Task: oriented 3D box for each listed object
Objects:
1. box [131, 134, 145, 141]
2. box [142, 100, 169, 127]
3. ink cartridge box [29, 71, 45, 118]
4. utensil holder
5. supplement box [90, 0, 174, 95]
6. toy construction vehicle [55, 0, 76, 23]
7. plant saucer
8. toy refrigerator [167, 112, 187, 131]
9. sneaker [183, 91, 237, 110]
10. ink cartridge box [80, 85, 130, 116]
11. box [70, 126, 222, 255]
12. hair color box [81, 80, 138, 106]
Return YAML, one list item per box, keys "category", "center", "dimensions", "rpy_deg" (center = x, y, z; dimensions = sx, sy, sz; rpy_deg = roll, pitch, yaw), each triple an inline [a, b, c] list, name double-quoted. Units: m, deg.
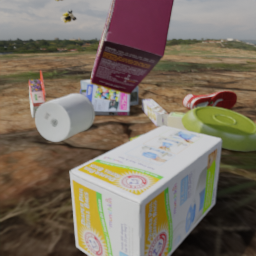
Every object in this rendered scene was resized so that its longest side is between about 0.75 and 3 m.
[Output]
- category: "box"
  center: [0.571, 0.474, 7.949]
  dimensions: [0.667, 0.275, 1.137]
  rpy_deg: [-14, 26, -34]
- category: "box"
  center: [1.006, -0.627, 10.850]
  dimensions: [0.449, 0.480, 2.319]
  rpy_deg: [-3, 20, -10]
- category: "ink cartridge box"
  center: [-2.041, -0.728, 6.245]
  dimensions: [0.276, 0.597, 1.096]
  rpy_deg: [-8, -21, -22]
- category: "utensil holder"
  center: [-1.192, -0.204, 5.394]
  dimensions: [0.797, 0.797, 0.938]
  rpy_deg: [6, 16, 17]
- category: "supplement box"
  center: [-0.033, -1.550, 5.193]
  dimensions: [0.941, 1.212, 2.197]
  rpy_deg: [14, -11, -11]
- category: "toy construction vehicle"
  center: [-1.930, -3.508, 8.024]
  dimensions: [0.403, 0.995, 1.143]
  rpy_deg: [-31, 33, -1]
- category: "plant saucer"
  center: [2.948, -0.111, 8.685]
  dimensions: [2.545, 0.395, 2.545]
  rpy_deg: [8, 27, -4]
- category: "toy refrigerator"
  center: [2.117, -0.197, 9.516]
  dimensions: [1.465, 0.512, 0.556]
  rpy_deg: [7, 20, 20]
- category: "sneaker"
  center: [3.422, -1.262, 12.084]
  dimensions: [2.308, 0.904, 1.333]
  rpy_deg: [-6, 21, -21]
- category: "ink cartridge box"
  center: [-0.980, -1.132, 11.273]
  dimensions: [2.096, 1.251, 0.440]
  rpy_deg: [0, -24, 5]
- category: "box"
  center: [0.413, 1.021, 4.589]
  dimensions: [1.254, 1.392, 2.475]
  rpy_deg: [15, 24, 36]
- category: "hair color box"
  center: [-0.948, -1.699, 13.316]
  dimensions: [1.448, 0.887, 2.925]
  rpy_deg: [-13, 22, -33]
